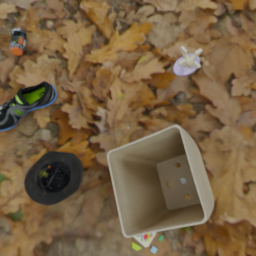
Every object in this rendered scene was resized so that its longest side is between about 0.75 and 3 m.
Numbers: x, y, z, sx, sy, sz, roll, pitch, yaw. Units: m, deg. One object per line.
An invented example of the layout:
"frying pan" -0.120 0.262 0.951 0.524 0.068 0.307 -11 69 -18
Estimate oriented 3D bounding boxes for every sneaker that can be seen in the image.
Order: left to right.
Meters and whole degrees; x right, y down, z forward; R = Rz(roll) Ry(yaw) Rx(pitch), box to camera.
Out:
"sneaker" -3.838 -0.845 9.785 2.730 1.131 0.968 -31 73 -10

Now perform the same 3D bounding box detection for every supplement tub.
"supplement tub" -4.274 -3.324 10.873 0.564 0.564 0.920 2 72 1

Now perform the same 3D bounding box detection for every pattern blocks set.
"pattern blocks set" 0.485 3.389 8.985 1.257 0.102 1.105 23 74 7

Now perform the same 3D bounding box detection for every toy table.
"toy table" 2.269 -2.506 10.560 1.061 0.676 1.154 42 76 12

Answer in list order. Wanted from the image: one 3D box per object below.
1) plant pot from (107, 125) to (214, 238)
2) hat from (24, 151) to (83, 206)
"plant pot" 1.173 1.588 8.217 2.453 2.171 2.450 -23 70 29
"hat" -2.282 1.725 9.105 2.010 0.811 2.010 -8 54 11
